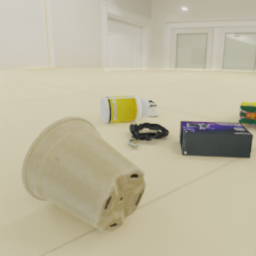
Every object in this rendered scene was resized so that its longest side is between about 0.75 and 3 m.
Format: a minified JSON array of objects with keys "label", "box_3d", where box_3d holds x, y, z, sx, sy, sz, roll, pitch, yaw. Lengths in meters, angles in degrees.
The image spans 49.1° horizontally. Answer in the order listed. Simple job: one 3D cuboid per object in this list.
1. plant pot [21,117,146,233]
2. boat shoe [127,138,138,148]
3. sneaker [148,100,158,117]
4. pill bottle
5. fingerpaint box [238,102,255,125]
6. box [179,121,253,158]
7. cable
[{"label":"plant pot","box_3d":[-0.812,1.122,6.149,2.007,2.192,2.192,27,29,34]},{"label":"boat shoe","box_3d":[0.174,0.532,10.726,0.316,0.289,0.844,-15,12,-18]},{"label":"sneaker","box_3d":[1.133,-1.243,15.969,0.788,0.855,2.138,-9,17,-21]},{"label":"pill bottle","box_3d":[-0.168,-0.966,14.145,2.326,1.308,1.308,-4,17,-16]},{"label":"fingerpaint box","box_3d":[6.494,-0.677,13.504,2.092,0.920,2.508,6,10,22]},{"label":"box","box_3d":[3.118,0.380,10.320,2.326,0.917,1.642,2,19,6]},{"label":"cable","box_3d":[0.917,0.208,11.806,1.628,0.507,1.995,2,14,-11]}]
